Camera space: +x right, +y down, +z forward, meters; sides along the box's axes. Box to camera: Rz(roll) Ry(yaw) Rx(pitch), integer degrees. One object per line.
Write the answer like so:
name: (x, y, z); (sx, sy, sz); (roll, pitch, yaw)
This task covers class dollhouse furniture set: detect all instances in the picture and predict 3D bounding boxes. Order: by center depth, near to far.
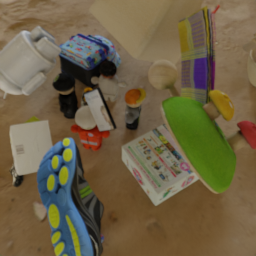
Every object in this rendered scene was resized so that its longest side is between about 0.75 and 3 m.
dollhouse furniture set: (3.740, -2.060, 7.418); (1.148, 0.813, 1.250); (-43, 96, -13)

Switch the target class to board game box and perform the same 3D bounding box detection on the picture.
board game box: (1.400, 0.892, 8.892); (2.643, 0.850, 1.950); (-26, 56, -20)

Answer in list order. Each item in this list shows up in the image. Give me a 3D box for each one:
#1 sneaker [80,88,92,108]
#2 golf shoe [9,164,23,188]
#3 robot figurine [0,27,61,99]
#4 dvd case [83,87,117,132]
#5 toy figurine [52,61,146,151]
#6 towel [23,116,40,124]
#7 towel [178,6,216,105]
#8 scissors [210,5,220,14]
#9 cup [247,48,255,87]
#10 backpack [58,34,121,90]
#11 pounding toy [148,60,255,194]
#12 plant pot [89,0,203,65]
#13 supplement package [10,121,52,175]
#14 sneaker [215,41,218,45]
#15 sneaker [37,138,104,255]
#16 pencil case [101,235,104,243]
sneaker: (-1.503, -0.744, 10.228); (0.673, 0.710, 1.729); (-5, 53, -3)
golf shoe: (-3.523, 1.473, 8.796); (0.436, 0.358, 0.922); (-9, 46, 7)
robot figurine: (-3.933, -2.409, 10.527); (2.940, 1.660, 2.493); (-39, 64, 13)
dvd case: (-0.693, -0.421, 6.821); (0.093, 0.755, 1.059); (-28, 101, -32)
toy figurine: (-0.974, -0.906, 9.612); (2.662, 1.881, 2.704); (-25, 56, -18)
towel: (-3.670, -0.039, 10.078); (0.434, 0.091, 1.009); (34, 59, 22)
towel: (1.747, -1.676, 7.424); (0.299, 2.627, 1.887); (-6, 14, -11)
scissors: (2.712, -3.633, 8.916); (0.097, 0.508, 1.389); (41, 33, -6)
cup: (5.467, -2.282, 11.039); (1.744, 1.247, 1.744); (1, 55, -1)
backpack: (-1.454, -2.963, 11.436); (2.079, 1.532, 2.277); (33, 58, 24)
pounding toy: (1.704, -0.210, 5.813); (1.322, 2.199, 2.849); (-33, 54, 19)
plant pot: (0.856, -3.994, 9.452); (2.698, 2.389, 2.695); (-9, 54, -52)
supplement package: (-2.484, 0.524, 7.199); (0.917, 1.246, 1.192); (-9, 87, -24)
sneaker: (2.362, -2.427, 8.920); (0.657, 0.725, 1.707); (23, 37, 16)
sneaker: (-1.150, 1.495, 5.847); (0.946, 1.106, 2.670); (-24, 66, 14)
pencil case: (-1.097, 2.884, 7.645); (0.925, 0.361, 0.402); (28, 28, 21)
